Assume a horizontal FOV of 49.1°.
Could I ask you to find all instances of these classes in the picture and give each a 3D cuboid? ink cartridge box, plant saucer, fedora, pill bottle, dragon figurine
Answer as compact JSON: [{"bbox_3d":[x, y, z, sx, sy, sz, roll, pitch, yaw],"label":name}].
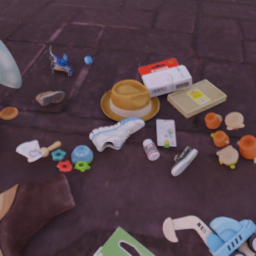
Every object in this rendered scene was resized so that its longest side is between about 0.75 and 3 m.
[{"bbox_3d":[1.698,-2.707,13.796,2.108,0.740,2.594,-15,50,0],"label":"ink cartridge box"},{"bbox_3d":[-5.387,-0.684,12.640,0.777,0.145,0.777,0,47,0],"label":"plant saucer"},{"bbox_3d":[-4.814,-2.365,10.051,2.425,2.425,0.467,30,55,25],"label":"plant saucer"},{"bbox_3d":[0.097,-1.379,12.637,2.703,1.102,2.703,0,47,-1],"label":"fedora"},{"bbox_3d":[-0.610,4.291,7.517,1.456,0.832,2.805,31,54,26],"label":"ink cartridge box"},{"bbox_3d":[0.886,0.854,10.995,0.450,0.450,0.776,-14,49,-13],"label":"pill bottle"},{"bbox_3d":[-3.553,-3.511,14.890,1.098,0.650,2.208,-11,54,-12],"label":"dragon figurine"}]

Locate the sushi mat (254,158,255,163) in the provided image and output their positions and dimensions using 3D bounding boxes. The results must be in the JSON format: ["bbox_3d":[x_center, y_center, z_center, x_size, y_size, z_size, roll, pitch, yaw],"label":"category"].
[{"bbox_3d":[5.336,1.270,10.879,0.885,0.054,0.424,9,47,9],"label":"sushi mat"}]

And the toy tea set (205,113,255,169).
[{"bbox_3d":[4.176,0.386,11.337,1.618,1.007,2.721,-26,49,16],"label":"toy tea set"}]

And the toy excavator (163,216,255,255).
[{"bbox_3d":[2.432,3.068,8.073,2.177,1.118,2.239,-39,73,-4],"label":"toy excavator"}]

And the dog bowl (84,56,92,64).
[{"bbox_3d":[-2.160,-3.659,15.152,0.187,0.422,0.756,-14,18,14],"label":"dog bowl"}]

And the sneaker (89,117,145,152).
[{"bbox_3d":[-0.319,0.349,11.318,2.311,0.866,1.002,-21,59,-10],"label":"sneaker"}]

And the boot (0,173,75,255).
[{"bbox_3d":[-2.844,2.805,8.747,2.430,1.057,2.921,-17,46,-13],"label":"boot"}]

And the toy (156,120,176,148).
[{"bbox_3d":[1.557,0.262,11.650,0.744,0.305,1.293,3,51,-2],"label":"toy"}]

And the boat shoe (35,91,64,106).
[{"bbox_3d":[-3.543,-1.436,12.764,0.545,0.574,1.517,27,25,23],"label":"boat shoe"}]

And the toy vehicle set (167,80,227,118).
[{"bbox_3d":[3.238,-1.409,13.194,2.356,0.312,1.464,-23,51,-20],"label":"toy vehicle set"}]

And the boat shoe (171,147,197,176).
[{"bbox_3d":[2.023,1.246,10.609,0.491,0.546,1.543,33,47,26],"label":"boat shoe"}]

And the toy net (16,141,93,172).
[{"bbox_3d":[-2.774,1.147,10.486,2.813,0.543,1.476,3,42,-1],"label":"toy net"}]
